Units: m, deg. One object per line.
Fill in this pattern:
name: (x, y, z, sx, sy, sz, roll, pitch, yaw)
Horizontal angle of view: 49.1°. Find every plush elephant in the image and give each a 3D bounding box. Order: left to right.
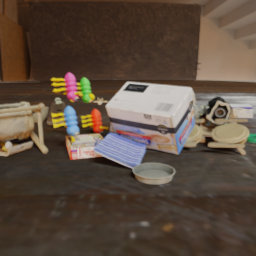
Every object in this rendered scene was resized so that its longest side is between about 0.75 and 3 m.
plush elephant: (2.969, -0.543, 11.112, 1.498, 1.234, 1.160, -16, -31, 39)

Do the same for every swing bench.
swing bench: (-3.910, 0.007, 8.201, 2.273, 1.482, 2.285, -11, 16, -38)

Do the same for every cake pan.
cake pan: (0.588, 1.055, 6.473, 0.984, 0.180, 0.984, 0, 13, 0)

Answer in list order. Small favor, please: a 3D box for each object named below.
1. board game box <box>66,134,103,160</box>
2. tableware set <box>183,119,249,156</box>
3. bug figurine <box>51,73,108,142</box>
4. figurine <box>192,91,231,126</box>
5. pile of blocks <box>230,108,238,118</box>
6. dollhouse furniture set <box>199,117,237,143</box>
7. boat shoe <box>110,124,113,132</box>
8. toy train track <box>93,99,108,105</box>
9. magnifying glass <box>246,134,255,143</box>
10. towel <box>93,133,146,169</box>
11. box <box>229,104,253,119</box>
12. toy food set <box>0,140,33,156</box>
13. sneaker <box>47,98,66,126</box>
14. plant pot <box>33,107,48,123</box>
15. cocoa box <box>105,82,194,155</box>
board game box: (-1.262, 0.525, 8.440, 1.111, 0.340, 1.467, -4, 13, -15)
tableware set: (2.496, 0.321, 8.835, 2.442, 0.489, 1.614, 0, 31, 27)
bug figurine: (-1.505, -0.658, 9.022, 0.710, 2.141, 2.761, -14, -2, 16)
figurine: (2.688, -0.931, 10.364, 2.032, 0.875, 1.983, 19, 20, 10)
pile of blocks: (4.507, -0.666, 13.508, 0.624, 0.824, 2.007, 41, 4, -28)
dollhouse furniture set: (3.180, 0.262, 9.933, 1.272, 0.728, 1.492, 6, 39, 14)
boat shoe: (-0.228, 0.059, 10.356, 0.469, 0.426, 1.276, 16, -5, -35)
toy train track: (-1.887, -1.818, 18.924, 1.021, 0.290, 1.780, -1, 13, -3)
magnifying glass: (4.876, 0.350, 9.659, 1.757, 0.197, 0.699, -4, 13, -11)
towel: (-0.159, 0.570, 7.704, 1.248, 0.206, 1.724, 22, 15, 5)
box: (5.554, -0.832, 13.888, 1.017, 0.580, 1.106, 1, 12, 11)
toy food set: (-3.665, 0.504, 8.454, 1.248, 0.377, 0.896, 6, 14, 25)
sneaker: (-3.212, -0.741, 12.573, 0.917, 0.983, 2.602, -4, 13, -17)
plant pot: (-4.088, -0.590, 12.697, 0.950, 0.638, 0.950, 1, 13, 0)
cocoa box: (0.720, -0.356, 8.600, 2.230, 1.464, 1.487, 11, 44, 30)
